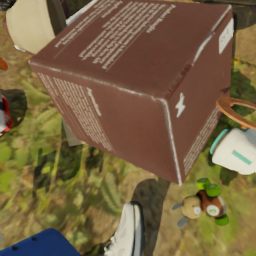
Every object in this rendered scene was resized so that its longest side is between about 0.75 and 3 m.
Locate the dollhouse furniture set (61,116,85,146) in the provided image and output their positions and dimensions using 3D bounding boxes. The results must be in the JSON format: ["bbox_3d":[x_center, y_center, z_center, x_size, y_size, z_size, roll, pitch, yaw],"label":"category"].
[{"bbox_3d":[-1.104,-0.307,7.437,1.089,0.933,1.145,-10,33,-4],"label":"dollhouse furniture set"}]

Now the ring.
[{"bbox_3d":[1.651,-0.138,3.694,1.036,0.099,1.036,14,28,-7],"label":"ring"}]

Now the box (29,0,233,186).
[{"bbox_3d":[0.172,-0.703,4.547,2.344,1.924,1.944,21,59,31],"label":"box"}]

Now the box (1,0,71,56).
[{"bbox_3d":[-2.491,-2.937,7.966,1.214,1.202,1.464,20,69,8],"label":"box"}]

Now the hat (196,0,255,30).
[{"bbox_3d":[3.017,-3.535,8.115,2.912,1.175,2.912,-3,42,2],"label":"hat"}]

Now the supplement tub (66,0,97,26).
[{"bbox_3d":[-0.906,-2.745,7.836,1.303,1.303,1.974,42,75,15],"label":"supplement tub"}]

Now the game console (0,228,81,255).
[{"bbox_3d":[-0.980,2.287,3.268,1.131,1.912,1.632,9,85,13],"label":"game console"}]

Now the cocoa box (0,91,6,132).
[{"bbox_3d":[-2.746,-0.392,3.803,1.101,1.651,1.083,-30,63,22],"label":"cocoa box"}]

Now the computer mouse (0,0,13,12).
[{"bbox_3d":[-3.678,-5.073,9.166,1.962,0.747,2.833,38,83,14],"label":"computer mouse"}]

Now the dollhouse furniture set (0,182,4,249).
[{"bbox_3d":[-2.764,1.506,4.060,1.501,1.137,1.712,-9,63,30],"label":"dollhouse furniture set"}]

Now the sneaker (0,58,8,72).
[{"bbox_3d":[-2.363,-1.324,4.428,0.478,1.311,0.506,34,84,29],"label":"sneaker"}]

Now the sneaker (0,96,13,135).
[{"bbox_3d":[-3.629,0.218,6.899,1.272,0.792,2.373,-4,65,1],"label":"sneaker"}]

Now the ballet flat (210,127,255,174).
[{"bbox_3d":[1.929,0.421,4.495,0.778,2.240,0.778,-1,88,30],"label":"ballet flat"}]

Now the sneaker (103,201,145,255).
[{"bbox_3d":[-0.557,2.830,5.690,1.619,1.062,2.814,8,70,1],"label":"sneaker"}]

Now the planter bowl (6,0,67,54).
[{"bbox_3d":[-1.571,-1.770,4.844,0.790,1.174,1.174,-10,68,4],"label":"planter bowl"}]

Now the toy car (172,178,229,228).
[{"bbox_3d":[1.116,1.299,4.559,0.795,0.628,0.653,-20,101,-9],"label":"toy car"}]
